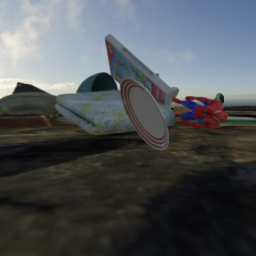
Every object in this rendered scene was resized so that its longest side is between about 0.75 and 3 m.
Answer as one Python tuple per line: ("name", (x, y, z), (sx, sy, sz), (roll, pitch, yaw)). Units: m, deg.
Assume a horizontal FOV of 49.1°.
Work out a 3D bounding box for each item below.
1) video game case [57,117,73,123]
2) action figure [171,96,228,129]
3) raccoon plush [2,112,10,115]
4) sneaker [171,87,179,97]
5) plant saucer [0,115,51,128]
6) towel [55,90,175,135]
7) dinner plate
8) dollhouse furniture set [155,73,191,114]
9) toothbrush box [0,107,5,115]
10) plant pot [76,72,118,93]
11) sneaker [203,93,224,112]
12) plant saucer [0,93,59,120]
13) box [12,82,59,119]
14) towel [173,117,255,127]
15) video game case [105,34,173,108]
("video game case", (-1.980, -0.356, 11.748), (1.456, 0.176, 1.598), (-4, 7, -40))
("action figure", (2.015, -0.495, 8.568), (0.741, 0.938, 2.866), (10, 4, -23))
("raccoon plush", (-5.462, -0.513, 12.436), (0.908, 0.439, 0.608), (-3, -2, -26))
("sneaker", (1.049, -1.188, 11.194), (1.908, 0.997, 0.718), (-40, -26, -1))
("plant saucer", (-3.809, -0.256, 9.677), (2.178, 0.375, 2.178), (-1, 5, 0))
("towel", (-0.491, -0.496, 8.074), (2.471, 0.695, 2.887), (-10, 22, -33))
("dinner plate", (0.274, -0.231, 4.505), (0.158, 1.299, 1.299), (-29, 15, -18))
("dollhouse furniture set", (1.443, -1.424, 12.012), (2.519, 2.227, 1.400), (0, 7, 11))
("toothbrush box", (-5.672, -0.755, 12.837), (0.463, 0.783, 1.076), (3, 6, 27))
("plant pot", (-1.388, -1.280, 11.315), (1.233, 1.831, 1.831), (2, 5, 33))
("sneaker", (2.903, -0.860, 9.690), (0.738, 1.056, 0.410), (23, 60, 33))
("plant saucer", (-3.773, -0.717, 11.188), (2.619, 0.657, 2.619), (-4, -10, -1))
("box", (-4.323, -1.296, 13.486), (1.948, 1.014, 1.774), (27, 4, -1))
("towel", (2.981, -0.255, 10.088), (2.051, 0.314, 2.689), (-2, 4, -28))
("video game case", (0.295, -1.446, 8.820), (0.242, 2.772, 1.982), (-38, -22, -14))
